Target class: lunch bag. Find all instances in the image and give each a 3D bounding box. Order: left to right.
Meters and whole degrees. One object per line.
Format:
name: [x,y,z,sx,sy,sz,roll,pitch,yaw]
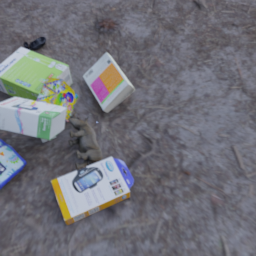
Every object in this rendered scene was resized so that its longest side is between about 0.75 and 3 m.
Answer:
lunch bag: [-4.168,1.076,8.489,1.630,1.039,1.386,36,61,9]

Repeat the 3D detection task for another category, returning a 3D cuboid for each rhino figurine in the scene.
rhino figurine: [-1.455,0.329,9.106,0.916,0.626,2.095,-4,56,-29]

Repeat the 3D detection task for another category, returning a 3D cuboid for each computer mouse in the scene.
computer mouse: [-4.053,-3.665,12.336,1.013,0.267,0.701,-27,60,-4]

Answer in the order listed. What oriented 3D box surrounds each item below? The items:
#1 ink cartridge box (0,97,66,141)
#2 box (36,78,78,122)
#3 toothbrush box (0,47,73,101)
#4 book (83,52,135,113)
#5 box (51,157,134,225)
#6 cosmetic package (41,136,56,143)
ink cartridge box: [-2.851,-0.305,8.236,1.711,0.748,1.243,11,17,4]
box: [-2.416,-0.939,9.591,0.686,1.125,1.083,9,70,25]
toothbrush box: [-3.570,-1.867,10.547,2.329,1.003,1.696,23,58,15]
book: [-0.787,-1.677,10.219,1.336,0.480,1.999,-41,56,14]
box: [-0.989,1.758,8.276,2.235,0.464,1.331,-19,56,-17]
cosmetic package: [-2.879,0.014,9.585,0.507,0.364,0.898,-25,58,-20]
